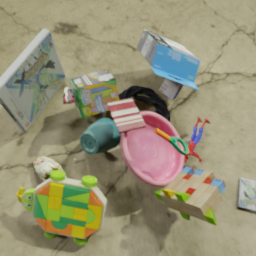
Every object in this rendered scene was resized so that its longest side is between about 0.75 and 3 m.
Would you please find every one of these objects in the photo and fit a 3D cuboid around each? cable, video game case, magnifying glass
[{"bbox_3d":[0.550,-0.435,10.908,2.155,0.671,2.641,-25,66,-20],"label":"cable"},{"bbox_3d":[4.400,2.357,9.653,1.160,0.128,1.057,13,63,7],"label":"video game case"},{"bbox_3d":[1.260,0.371,8.012,1.369,0.153,0.545,29,37,-31],"label":"magnifying glass"},{"bbox_3d":[-3.424,-1.638,10.215,0.321,2.659,2.917,23,65,13],"label":"video game case"}]

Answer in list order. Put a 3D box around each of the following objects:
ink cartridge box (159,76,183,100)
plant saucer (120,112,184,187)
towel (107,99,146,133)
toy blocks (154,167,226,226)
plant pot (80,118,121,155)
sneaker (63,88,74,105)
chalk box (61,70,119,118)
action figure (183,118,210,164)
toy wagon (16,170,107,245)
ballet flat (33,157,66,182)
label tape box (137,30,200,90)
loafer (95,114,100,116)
[{"bbox_3d":[1.702,-1.594,11.053,0.713,1.045,0.399,41,37,17],"label":"ink cartridge box"},{"bbox_3d":[0.748,0.721,9.362,2.534,0.642,2.534,15,61,-30],"label":"plant saucer"},{"bbox_3d":[-0.072,-0.396,8.781,0.897,0.142,1.245,-12,54,-18],"label":"towel"},{"bbox_3d":[2.041,1.849,8.326,1.493,2.185,1.092,-39,111,-26],"label":"toy blocks"},{"bbox_3d":[-1.056,0.376,9.825,1.191,1.191,1.119,36,34,17],"label":"plant pot"},{"bbox_3d":[-2.009,-1.065,9.544,0.366,0.396,0.982,-1,33,-8],"label":"sneaker"},{"bbox_3d":[-1.426,-1.201,10.236,1.930,1.195,1.201,-18,34,-13],"label":"chalk box"},{"bbox_3d":[2.518,0.593,10.203,0.567,0.860,1.737,12,65,52],"label":"action figure"},{"bbox_3d":[-2.117,2.417,8.580,2.823,0.559,2.191,10,105,2],"label":"toy wagon"},{"bbox_3d":[-2.530,1.711,9.660,0.859,0.726,2.271,-40,69,-19],"label":"ballet flat"},{"bbox_3d":[1.621,-2.638,10.612,1.946,0.854,2.698,14,29,-24],"label":"label tape box"},{"bbox_3d":[-1.385,-0.610,10.997,0.298,0.261,0.828,-17,31,-42],"label":"loafer"}]
